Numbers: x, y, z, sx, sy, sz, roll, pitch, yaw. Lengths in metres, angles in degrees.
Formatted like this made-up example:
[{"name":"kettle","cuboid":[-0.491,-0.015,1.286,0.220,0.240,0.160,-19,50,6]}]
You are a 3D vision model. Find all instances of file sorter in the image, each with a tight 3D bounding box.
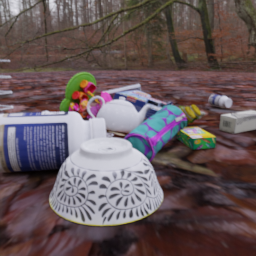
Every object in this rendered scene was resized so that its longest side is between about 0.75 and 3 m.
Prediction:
[{"name":"file sorter","cuboid":[-5.506,-1.335,10.595,1.815,2.616,1.629,6,14,23]}]

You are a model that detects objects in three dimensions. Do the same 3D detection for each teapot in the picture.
[{"name":"teapot","cuboid":[-0.330,-0.449,9.255,1.574,1.149,1.553,8,-1,-43]}]

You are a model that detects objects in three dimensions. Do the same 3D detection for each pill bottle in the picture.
[{"name":"pill bottle","cuboid":[-1.776,0.314,6.648,2.450,1.361,1.361,-2,15,-8]},{"name":"pill bottle","cuboid":[4.804,-1.358,14.555,0.635,0.635,1.143,-7,16,-25]}]

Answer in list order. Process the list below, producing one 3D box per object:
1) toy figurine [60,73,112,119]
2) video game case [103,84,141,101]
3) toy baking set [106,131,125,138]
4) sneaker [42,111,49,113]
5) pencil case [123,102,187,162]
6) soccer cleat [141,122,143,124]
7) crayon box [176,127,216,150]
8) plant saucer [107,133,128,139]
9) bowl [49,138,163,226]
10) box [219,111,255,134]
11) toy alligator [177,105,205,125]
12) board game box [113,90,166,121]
[{"name":"toy figurine","cuboid":[-1.620,-1.028,11.969,2.024,2.199,1.651,35,-5,35]},{"name":"video game case","cuboid":[-0.227,-1.339,12.873,1.724,0.197,1.569,-12,-26,2]},{"name":"toy baking set","cuboid":[-0.883,0.164,8.468,1.521,0.177,1.167,8,4,-5]},{"name":"sneaker","cuboid":[-3.197,-0.258,10.721,0.869,0.554,1.503,-23,23,-38]},{"name":"pencil case","cuboid":[0.798,0.097,7.628,0.990,0.912,2.143,-22,10,43]},{"name":"soccer cleat","cuboid":[0.183,-0.409,11.302,0.999,0.431,0.349,10,16,32]},{"name":"crayon box","cuboid":[2.075,0.302,8.695,0.739,0.362,1.244,-3,15,-12]},{"name":"plant saucer","cuboid":[-0.287,0.396,8.706,1.176,0.190,1.176,0,14,0]},{"name":"bowl","cuboid":[-0.423,0.809,5.425,2.219,1.041,2.219,0,14,0]},{"name":"box","cuboid":[4.221,-0.232,10.308,1.733,0.593,0.712,-9,17,-32]},{"name":"toy alligator","cuboid":[2.043,-0.461,9.980,0.951,0.689,2.869,-40,-11,27]},{"name":"board game box","cuboid":[0.700,-0.892,11.196,2.305,0.711,2.303,18,17,5]}]
